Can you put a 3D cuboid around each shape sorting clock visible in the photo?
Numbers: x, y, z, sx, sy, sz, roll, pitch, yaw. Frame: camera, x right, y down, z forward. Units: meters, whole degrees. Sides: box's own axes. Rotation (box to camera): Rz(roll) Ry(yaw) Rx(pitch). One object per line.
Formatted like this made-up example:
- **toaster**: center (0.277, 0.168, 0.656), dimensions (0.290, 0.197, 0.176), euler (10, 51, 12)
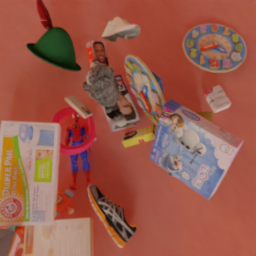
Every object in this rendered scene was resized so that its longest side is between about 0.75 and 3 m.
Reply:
- **shape sorting clock**: center (3.262, -3.072, 10.562), dimensions (2.384, 0.468, 2.384), euler (0, 67, 0)
- **shape sorting clock**: center (0.510, -1.078, 8.567), dimensions (0.477, 2.430, 2.430), euler (-31, 70, -13)

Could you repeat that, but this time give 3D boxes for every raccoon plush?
- **raccoon plush**: center (-0.404, -0.878, 7.135), dimensions (0.892, 1.235, 1.843), euler (-44, 103, -6)

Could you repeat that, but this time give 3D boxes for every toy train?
- **toy train**: center (-2.816, 2.476, 8.100), dimensions (1.776, 0.658, 2.365), euler (37, 71, 14)

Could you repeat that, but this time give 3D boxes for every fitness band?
- **fitness band**: center (-1.756, 0.049, 9.030), dimensions (1.368, 0.357, 1.905), euler (-10, 49, -7)

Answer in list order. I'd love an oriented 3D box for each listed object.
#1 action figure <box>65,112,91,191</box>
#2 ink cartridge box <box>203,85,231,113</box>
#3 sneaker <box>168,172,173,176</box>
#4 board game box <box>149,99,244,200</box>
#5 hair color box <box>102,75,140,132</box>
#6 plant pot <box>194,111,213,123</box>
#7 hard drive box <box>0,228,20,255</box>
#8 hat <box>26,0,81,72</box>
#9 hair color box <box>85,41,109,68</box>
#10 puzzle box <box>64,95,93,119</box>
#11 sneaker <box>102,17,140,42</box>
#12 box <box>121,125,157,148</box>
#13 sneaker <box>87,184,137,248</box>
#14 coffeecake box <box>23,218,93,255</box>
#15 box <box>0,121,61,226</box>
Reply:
- **action figure**: center (-1.583, 0.638, 8.937), dimensions (0.832, 0.658, 2.545), euler (-9, 65, 0)
- **ink cartridge box**: center (3.094, -0.997, 9.749), dimensions (0.594, 0.335, 0.809), euler (-21, 69, -9)
- **sneaker**: center (1.438, 1.287, 8.652), dimensions (0.752, 0.324, 0.302), euler (-21, 94, -47)
- **board game box**: center (1.618, 0.596, 7.304), dimensions (2.034, 2.044, 0.443), euler (33, 47, 25)
- **hair color box**: center (-0.396, -0.858, 9.421), dimensions (0.914, 0.560, 1.846), euler (-13, 65, -22)
- **plant pot**: center (2.101, 0.160, 8.920), dimensions (1.063, 1.056, 1.087), euler (-5, 76, -2)
- **hard drive box**: center (-2.708, 2.712, 5.873), dimensions (0.496, 1.291, 1.006), euler (15, 61, -9)
- **hat**: center (-2.105, -3.142, 9.070), dimensions (1.882, 2.272, 2.000), euler (33, 109, 11)
- **hair color box**: center (-0.858, -1.949, 8.016), dimensions (0.503, 0.304, 0.991), euler (-12, 93, -40)
- **puzzle box**: center (-1.508, -0.650, 8.555), dimensions (0.862, 0.573, 0.110), euler (43, 108, 2)
- **sneaker**: center (-0.244, -3.173, 8.841), dimensions (1.736, 0.611, 0.696), euler (16, 92, 50)
- **box**: center (0.374, 0.268, 8.872), dimensions (1.146, 0.287, 0.431), euler (-17, 32, 20)
- **sneaker**: center (-0.511, 2.421, 8.115), dimensions (0.760, 0.770, 1.968), euler (-33, 81, -14)
- **coffeecake box**: center (-1.901, 3.284, 7.747), dimensions (1.808, 0.661, 1.388), euler (-3, 67, -2)
- **box**: center (-2.558, 1.155, 7.341), dimensions (1.426, 1.285, 2.535), euler (2, 84, -11)
